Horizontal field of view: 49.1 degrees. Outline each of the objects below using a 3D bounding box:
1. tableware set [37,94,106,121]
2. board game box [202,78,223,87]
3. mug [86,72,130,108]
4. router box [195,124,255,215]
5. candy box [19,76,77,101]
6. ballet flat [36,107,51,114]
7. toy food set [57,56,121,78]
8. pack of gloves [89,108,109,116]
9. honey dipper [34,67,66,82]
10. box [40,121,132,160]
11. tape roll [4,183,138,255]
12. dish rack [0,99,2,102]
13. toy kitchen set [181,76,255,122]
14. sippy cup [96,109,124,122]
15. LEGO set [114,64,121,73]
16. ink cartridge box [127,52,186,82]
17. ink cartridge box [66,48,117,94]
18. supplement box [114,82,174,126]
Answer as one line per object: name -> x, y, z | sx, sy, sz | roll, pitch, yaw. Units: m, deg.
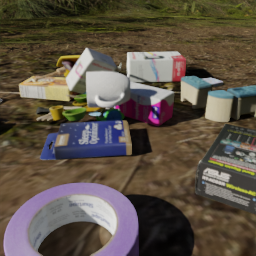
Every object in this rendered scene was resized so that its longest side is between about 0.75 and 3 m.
tableware set -> -1.485, -0.860, 9.427 | 1.980, 0.451, 2.939 | 2, 20, 31
board game box -> 3.782, -2.083, 12.798 | 0.774, 0.159, 0.772 | -14, 30, -26
mug -> -0.573, -1.058, 8.364 | 1.282, 1.080, 1.462 | -3, 36, -4
router box -> 3.103, 0.953, 5.924 | 2.780, 0.864, 2.083 | 15, 30, 28
candy box -> -3.161, -1.631, 11.420 | 2.091, 0.578, 1.207 | 5, 27, 10
ballet flat -> -2.752, -0.547, 9.739 | 0.884, 0.251, 0.294 | 6, -14, 8
toy food set -> -1.962, -2.469, 12.493 | 2.825, 0.923, 1.662 | 6, -11, 33
pack of gloves -> -1.145, -0.696, 9.994 | 0.962, 0.190, 0.808 | 19, 33, 32
honey dipper -> -3.079, -2.082, 11.065 | 1.345, 0.255, 0.255 | -30, 38, -31
box -> -1.138, 0.304, 7.745 | 2.380, 0.386, 1.442 | -4, 28, -3
tape roll -> -0.853, 1.771, 4.524 | 2.044, 0.671, 2.044 | 1, 27, 0
dish rack -> -5.678, -1.061, 10.621 | 1.384, 0.301, 1.187 | 7, 28, 17
toy kitchen set -> 3.772, -1.596, 10.052 | 2.960, 1.744, 2.372 | -9, 28, -18
sippy cup -> -0.583, -0.354, 8.931 | 0.801, 0.629, 0.587 | 31, -5, -33
LEGO set -> -1.330, -2.855, 13.970 | 1.655, 0.722, 2.548 | -6, 10, -35
ink cartridge box -> 1.271, -2.972, 13.538 | 2.605, 1.079, 1.899 | -1, 27, -3
ink cartridge box -> -1.417, -2.084, 10.684 | 1.187, 1.642, 0.695 | 9, 46, -44
supplement box -> 0.504, -0.860, 9.479 | 1.860, 0.941, 0.961 | 17, 31, 31
